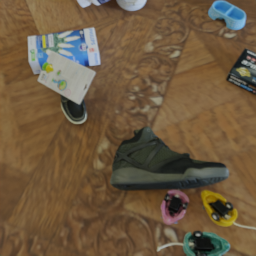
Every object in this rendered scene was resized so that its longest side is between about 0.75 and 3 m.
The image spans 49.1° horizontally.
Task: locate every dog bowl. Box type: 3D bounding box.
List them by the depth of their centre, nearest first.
[{"bbox_3d":[3.439,-3.937,9.692,1.347,0.334,0.751,39,69,19],"label":"dog bowl"}]

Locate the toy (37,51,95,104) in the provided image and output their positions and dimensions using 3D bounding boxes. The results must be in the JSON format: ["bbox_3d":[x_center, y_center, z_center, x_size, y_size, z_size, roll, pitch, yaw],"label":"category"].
[{"bbox_3d":[-1.632,-1.348,7.562,1.610,0.380,0.927,29,95,20],"label":"toy"}]

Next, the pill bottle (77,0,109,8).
[{"bbox_3d":[-0.877,-4.866,9.543,1.895,1.053,1.053,-17,61,17],"label":"pill bottle"}]

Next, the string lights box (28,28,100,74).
[{"bbox_3d":[-1.983,-2.397,8.720,2.067,0.610,1.062,-10,63,-5],"label":"string lights box"}]

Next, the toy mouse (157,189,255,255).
[{"bbox_3d":[1.383,2.176,6.223,2.126,0.463,2.392,-29,51,-31],"label":"toy mouse"}]

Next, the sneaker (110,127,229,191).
[{"bbox_3d":[0.955,0.680,6.752,2.736,1.046,1.567,-3,65,14],"label":"sneaker"}]

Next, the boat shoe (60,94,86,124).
[{"bbox_3d":[-1.650,-0.961,7.982,0.666,0.627,1.855,-15,65,-11],"label":"boat shoe"}]

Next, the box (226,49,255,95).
[{"bbox_3d":[3.937,-1.599,8.452,1.542,0.355,1.226,32,67,15],"label":"box"}]

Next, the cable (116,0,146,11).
[{"bbox_3d":[0.130,-4.722,10.072,1.125,0.390,1.125,-37,67,-18],"label":"cable"}]
